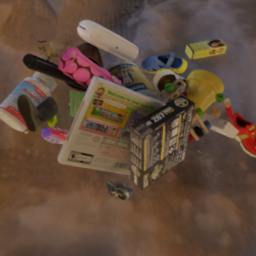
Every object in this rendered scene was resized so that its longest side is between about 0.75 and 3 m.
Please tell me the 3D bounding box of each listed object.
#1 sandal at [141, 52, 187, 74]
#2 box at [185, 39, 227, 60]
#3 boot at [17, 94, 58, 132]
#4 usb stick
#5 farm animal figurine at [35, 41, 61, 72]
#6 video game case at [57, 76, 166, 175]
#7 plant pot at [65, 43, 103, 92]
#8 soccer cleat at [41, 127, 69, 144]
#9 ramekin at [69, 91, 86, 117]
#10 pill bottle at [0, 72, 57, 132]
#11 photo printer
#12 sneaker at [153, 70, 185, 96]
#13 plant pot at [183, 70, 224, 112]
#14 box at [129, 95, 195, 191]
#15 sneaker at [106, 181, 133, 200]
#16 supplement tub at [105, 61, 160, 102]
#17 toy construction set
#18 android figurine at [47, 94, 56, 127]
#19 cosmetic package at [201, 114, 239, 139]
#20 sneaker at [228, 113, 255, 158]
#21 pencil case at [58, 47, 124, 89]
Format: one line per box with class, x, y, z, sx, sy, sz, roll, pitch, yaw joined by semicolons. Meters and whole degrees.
sandal;1.113;-2.220;9.362;1.628;0.709;0.647;4;73;35
box;3.886;-3.948;14.013;1.889;0.473;0.711;-14;52;-11
boot;-2.519;-0.620;8.014;0.468;1.173;1.290;6;31;21
usb stick;-2.236;-1.816;9.346;0.744;2.682;0.437;31;100;35
farm animal figurine;-2.914;-2.815;12.228;2.288;1.848;1.151;15;40;14
video game case;-0.326;0.121;8.554;2.927;2.665;0.323;16;16;-36
plant pot;-1.605;-2.487;10.554;1.558;1.558;1.667;2;45;2
soccer cleat;-2.260;0.300;9.802;1.823;0.667;0.622;15;73;11
ramekin;-1.134;-0.739;9.344;1.691;0.826;1.691;7;7;-1
pill bottle;-3.308;-0.944;9.323;1.089;1.089;2.003;25;66;19
photo printer;-0.839;-3.259;10.381;2.086;0.725;1.736;19;17;-33
sneaker;1.331;-1.844;10.819;1.038;0.893;2.452;34;18;22
plant pot;2.848;-1.321;11.310;1.515;1.515;1.426;28;74;21
box;1.035;0.538;8.734;2.111;2.619;0.643;-33;53;-26
sneaker;-0.246;1.783;8.131;0.431;0.390;1.013;-19;24;-36
supplement tub;0.113;-1.074;10.709;1.934;1.934;2.674;-20;53;-15
toy construction set;2.148;-0.779;9.560;2.522;1.938;2.104;-10;62;20
android figurine;-2.979;-0.706;10.687;0.303;1.473;1.341;-10;76;-11
cosmetic package;3.317;-0.078;10.270;0.372;0.606;1.468;-55;21;2
sneaker;4.463;0.264;10.303;0.802;0.885;2.083;-26;55;-20
pencil case;-1.173;-1.743;9.127;0.997;2.129;0.966;0;66;53
